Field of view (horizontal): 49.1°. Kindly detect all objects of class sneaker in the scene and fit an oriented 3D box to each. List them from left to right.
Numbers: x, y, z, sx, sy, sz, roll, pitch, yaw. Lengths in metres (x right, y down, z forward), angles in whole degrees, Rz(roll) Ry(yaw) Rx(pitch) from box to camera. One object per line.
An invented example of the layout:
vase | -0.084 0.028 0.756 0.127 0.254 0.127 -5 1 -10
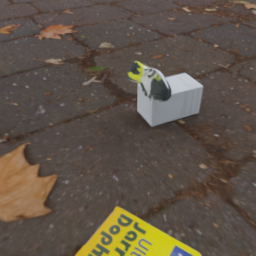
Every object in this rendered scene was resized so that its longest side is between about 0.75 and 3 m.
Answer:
sneaker | 0.895 -1.596 9.473 1.018 0.896 2.405 10 27 -34

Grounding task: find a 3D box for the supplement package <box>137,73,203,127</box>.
supplement package | 1.662 -1.182 11.451 2.280 1.333 1.338 -16 41 -19

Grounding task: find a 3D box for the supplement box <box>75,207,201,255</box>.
supplement box | 0.015 3.101 4.783 1.596 2.914 1.586 22 43 26
